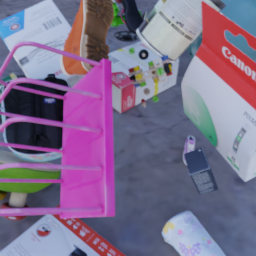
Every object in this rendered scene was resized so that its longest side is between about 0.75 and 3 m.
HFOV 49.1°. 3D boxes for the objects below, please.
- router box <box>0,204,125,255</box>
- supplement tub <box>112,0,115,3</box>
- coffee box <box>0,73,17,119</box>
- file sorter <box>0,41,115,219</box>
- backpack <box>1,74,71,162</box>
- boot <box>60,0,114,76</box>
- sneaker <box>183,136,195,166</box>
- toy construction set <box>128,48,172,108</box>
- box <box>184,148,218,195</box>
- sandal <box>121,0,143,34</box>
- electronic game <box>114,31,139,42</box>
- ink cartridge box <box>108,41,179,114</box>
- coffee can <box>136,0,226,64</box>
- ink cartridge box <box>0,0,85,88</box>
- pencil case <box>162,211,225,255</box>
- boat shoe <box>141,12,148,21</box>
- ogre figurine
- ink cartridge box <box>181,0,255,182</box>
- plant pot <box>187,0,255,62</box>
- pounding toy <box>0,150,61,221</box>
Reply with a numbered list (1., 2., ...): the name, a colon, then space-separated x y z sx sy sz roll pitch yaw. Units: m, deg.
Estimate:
1. router box: -1.226 2.888 5.093 2.460 0.601 2.208 28 42 26
2. supplement tub: -1.316 -7.420 15.675 2.370 1.563 1.563 -13 45 -13
3. coffee box: -4.137 -0.974 9.201 1.048 0.375 1.705 52 51 -10
4. file sorter: -1.309 0.176 4.480 1.534 1.700 2.446 10 69 -33
5. backpack: -1.910 -0.120 6.053 1.507 1.278 1.698 -4 69 -15
6. boot: -0.897 -1.974 5.632 1.054 0.737 1.965 -6 72 43
7. sneaker: 1.719 0.610 7.817 0.334 0.525 0.920 4 44 2
8. toy construction set: 0.446 -0.974 5.719 0.977 1.171 0.900 5 19 -1
9. box: 1.507 0.909 5.790 0.415 0.775 0.575 -21 39 14
10. sandal: 0.050 -2.983 7.461 0.590 0.354 1.571 18 48 -34
11. electronic game: -0.052 -3.396 10.378 0.945 0.197 0.945 2 -1 0
12. ink cartridge box: 0.178 -1.937 10.076 2.744 1.145 1.992 -30 51 -28
13. coffee can: 1.100 -2.374 6.066 1.161 1.586 1.161 31 31 -21
14. ink cartridge box: -2.072 -1.951 7.244 1.573 0.908 2.168 -32 81 -16
15. pencil case: 1.440 2.543 5.572 0.807 0.740 1.780 -20 47 -24
16. boat shoe: 0.496 -3.612 9.480 0.317 0.376 1.054 -6 40 15
17. ogre figurine: -0.394 -4.124 9.321 1.119 1.867 0.916 -31 70 11
18. ink cartridge box: 1.919 -0.576 5.572 0.749 2.989 2.406 -30 53 -3
19. plant pot: 3.927 -3.501 10.700 2.799 2.978 2.978 -36 52 -14
20. pounding toy: -3.101 1.242 6.396 2.868 1.331 2.214 17 -6 -29
